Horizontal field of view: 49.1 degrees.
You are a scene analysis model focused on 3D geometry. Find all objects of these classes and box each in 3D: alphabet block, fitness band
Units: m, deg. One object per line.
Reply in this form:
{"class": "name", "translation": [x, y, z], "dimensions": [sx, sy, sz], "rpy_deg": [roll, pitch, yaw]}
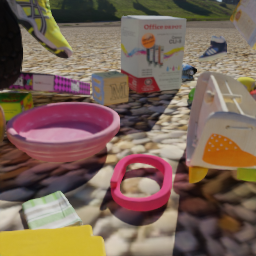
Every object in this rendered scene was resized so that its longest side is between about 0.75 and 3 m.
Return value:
{"class": "alphabet block", "translation": [-0.591, -1.303, 9.035], "dimensions": [0.903, 0.887, 0.882], "rpy_deg": [-12, 28, -26]}
{"class": "fitness band", "translation": [0.245, 0.885, 4.797], "dimensions": [1.008, 0.263, 1.404], "rpy_deg": [7, 25, 9]}

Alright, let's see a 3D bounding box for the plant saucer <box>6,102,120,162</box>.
{"class": "plant saucer", "translation": [-1.382, 0.065, 6.216], "dimensions": [2.401, 0.609, 2.401], "rpy_deg": [1, 24, 0]}

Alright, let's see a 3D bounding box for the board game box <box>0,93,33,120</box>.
{"class": "board game box", "translation": [-3.924, -0.623, 7.940], "dimensions": [2.103, 0.501, 1.069], "rpy_deg": [-1, 23, -2]}

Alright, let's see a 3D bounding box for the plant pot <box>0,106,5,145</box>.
{"class": "plant pot", "translation": [-3.331, -0.083, 5.201], "dimensions": [1.624, 1.726, 1.726], "rpy_deg": [7, 24, 7]}

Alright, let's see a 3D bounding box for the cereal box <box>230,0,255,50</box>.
{"class": "cereal box", "translation": [1.973, -1.752, 4.244], "dimensions": [0.204, 0.743, 1.033], "rpy_deg": [10, 44, -16]}

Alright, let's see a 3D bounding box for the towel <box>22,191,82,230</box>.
{"class": "towel", "translation": [-1.131, 1.245, 4.071], "dimensions": [0.662, 0.136, 0.888], "rpy_deg": [-13, 26, -29]}

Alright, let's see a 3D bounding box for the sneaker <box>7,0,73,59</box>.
{"class": "sneaker", "translation": [-2.279, -2.875, 7.029], "dimensions": [0.990, 2.592, 0.977], "rpy_deg": [-43, 10, -3]}

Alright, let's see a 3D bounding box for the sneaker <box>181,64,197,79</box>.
{"class": "sneaker", "translation": [2.353, -2.410, 11.886], "dimensions": [0.770, 0.679, 1.728], "rpy_deg": [16, 28, 39]}

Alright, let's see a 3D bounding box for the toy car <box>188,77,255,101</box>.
{"class": "toy car", "translation": [3.271, -1.179, 9.094], "dimensions": [2.549, 0.604, 2.709], "rpy_deg": [2, 23, 4]}

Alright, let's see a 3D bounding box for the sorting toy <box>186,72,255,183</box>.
{"class": "sorting toy", "translation": [2.485, 0.199, 5.058], "dimensions": [2.647, 1.571, 2.940], "rpy_deg": [12, 24, 8]}

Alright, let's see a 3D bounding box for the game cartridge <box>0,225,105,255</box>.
{"class": "game cartridge", "translation": [-1.508, 1.893, 2.263], "dimensions": [2.819, 0.457, 2.485], "rpy_deg": [-1, 23, -9]}

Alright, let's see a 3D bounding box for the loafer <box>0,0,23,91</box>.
{"class": "loafer", "translation": [-2.482, -1.956, 4.562], "dimensions": [1.002, 2.854, 0.969], "rpy_deg": [29, 49, 31]}

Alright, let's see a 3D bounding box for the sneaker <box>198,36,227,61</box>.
{"class": "sneaker", "translation": [2.873, -2.764, 9.653], "dimensions": [1.037, 0.759, 0.418], "rpy_deg": [-7, 5, 41]}

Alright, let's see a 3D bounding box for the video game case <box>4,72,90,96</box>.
{"class": "video game case", "translation": [-2.780, -1.330, 8.592], "dimensions": [2.481, 0.490, 2.738], "rpy_deg": [4, 5, 11]}

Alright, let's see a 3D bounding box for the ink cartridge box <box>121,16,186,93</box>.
{"class": "ink cartridge box", "translation": [0.858, -2.835, 10.486], "dimensions": [1.841, 2.534, 1.833], "rpy_deg": [-8, 25, -19]}
